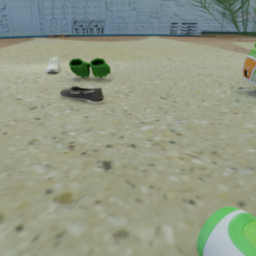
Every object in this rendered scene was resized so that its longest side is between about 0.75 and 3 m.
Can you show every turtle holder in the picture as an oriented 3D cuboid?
[{"bbox_3d":[6.324,-2.677,12.889,2.315,1.644,1.759,10,25,-43],"label":"turtle holder"}]

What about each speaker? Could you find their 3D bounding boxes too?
[{"bbox_3d":[1.990,1.968,3.322,1.072,1.072,2.423,-14,26,-29],"label":"speaker"}]

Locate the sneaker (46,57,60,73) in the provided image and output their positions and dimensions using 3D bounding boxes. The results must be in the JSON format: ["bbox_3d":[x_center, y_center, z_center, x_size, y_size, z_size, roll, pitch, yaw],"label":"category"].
[{"bbox_3d":[-4.731,-3.977,17.644,0.748,0.853,2.128,1,24,-9],"label":"sneaker"}]

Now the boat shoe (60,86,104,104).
[{"bbox_3d":[-2.022,-1.576,12.171,2.322,0.662,0.776,14,26,29],"label":"boat shoe"}]

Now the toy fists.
[{"bbox_3d":[-2.114,-3.312,15.565,2.302,1.173,0.792,2,64,11],"label":"toy fists"}]
